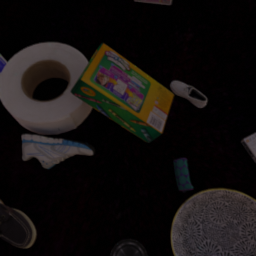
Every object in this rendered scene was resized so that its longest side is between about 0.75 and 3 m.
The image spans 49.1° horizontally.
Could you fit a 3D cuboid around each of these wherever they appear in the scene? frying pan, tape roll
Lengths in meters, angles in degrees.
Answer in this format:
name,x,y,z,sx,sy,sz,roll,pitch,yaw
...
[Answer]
name,x,y,z,sx,sy,sz,roll,pitch,yaw
frying pan,0.194,3.854,7.509,1.043,0.281,1.725,-30,68,-11
tape roll,-2.563,-1.288,9.170,2.981,1.042,2.981,0,67,0

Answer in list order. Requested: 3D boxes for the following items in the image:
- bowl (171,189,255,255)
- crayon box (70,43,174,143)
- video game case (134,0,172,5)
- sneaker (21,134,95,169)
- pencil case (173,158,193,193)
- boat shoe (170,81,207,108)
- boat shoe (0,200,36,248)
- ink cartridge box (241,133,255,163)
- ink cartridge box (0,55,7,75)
name,x,y,z,sx,sy,sz,roll,pitch,yaw
bowl,2.463,2.755,7.226,2.558,1.200,2.558,-1,88,19
crayon box,-0.072,-1.002,8.217,2.745,0.800,1.630,33,53,-14
video game case,0.980,-5.478,10.321,1.506,2.103,0.189,8,68,3
sneaker,-2.154,0.789,8.562,2.265,0.849,0.981,6,84,4
pencil case,1.650,1.412,8.398,0.457,0.421,0.990,3,64,-22
boat shoe,2.065,-1.229,9.465,1.402,0.458,0.516,32,71,12
boat shoe,-3.575,2.444,7.570,2.461,0.798,0.885,30,88,22
ink cartridge box,4.520,0.665,8.731,1.369,0.300,1.382,-26,70,-5
ink cartridge box,-5.744,-2.042,9.731,2.589,0.562,2.565,-40,73,-17
